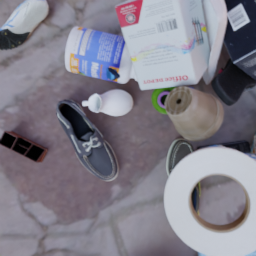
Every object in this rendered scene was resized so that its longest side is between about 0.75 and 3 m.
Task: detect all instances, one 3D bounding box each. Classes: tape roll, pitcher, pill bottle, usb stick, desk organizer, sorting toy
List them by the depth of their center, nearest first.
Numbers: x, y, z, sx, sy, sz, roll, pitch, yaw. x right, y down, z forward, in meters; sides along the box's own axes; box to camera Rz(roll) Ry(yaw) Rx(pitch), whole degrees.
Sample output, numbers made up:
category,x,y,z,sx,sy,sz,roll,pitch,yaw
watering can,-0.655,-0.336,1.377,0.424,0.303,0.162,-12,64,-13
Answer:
category,x,y,z,sx,sy,sz,roll,pitch,yaw
tape roll,1.913,1.560,5.966,2.319,0.424,2.319,0,88,15
sorting toy,1.408,-0.594,7.388,1.716,0.705,1.031,31,107,6
pill bottle,-0.513,-2.017,8.088,2.340,1.311,1.311,13,86,1
pitcher,-0.594,-0.722,8.119,1.257,1.078,0.762,-6,99,-41
usb stick,2.824,0.675,8.294,1.663,0.271,0.461,-7,81,-10
desk organizer,-3.113,0.562,8.327,1.304,0.502,0.468,26,87,2

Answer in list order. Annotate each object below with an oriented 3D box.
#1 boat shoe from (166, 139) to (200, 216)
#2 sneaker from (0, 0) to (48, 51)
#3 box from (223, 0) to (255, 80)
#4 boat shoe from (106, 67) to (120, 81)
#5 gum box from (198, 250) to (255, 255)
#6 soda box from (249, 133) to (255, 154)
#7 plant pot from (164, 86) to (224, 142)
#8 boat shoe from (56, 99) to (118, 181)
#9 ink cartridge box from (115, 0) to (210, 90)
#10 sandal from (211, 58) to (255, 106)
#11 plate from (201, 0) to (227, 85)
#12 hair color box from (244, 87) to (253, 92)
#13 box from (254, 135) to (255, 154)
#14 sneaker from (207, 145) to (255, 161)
category,x,y,z,sx,sy,sz,roll,pitch,yaw
boat shoe,1.645,1.671,8.086,0.977,0.826,2.742,-1,86,-1
sneaker,-3.301,-3.180,8.544,2.107,0.757,0.764,-40,50,4
box,3.081,-2.418,7.104,0.999,1.747,1.919,-29,66,35
boat shoe,-0.380,-1.317,7.014,0.265,0.771,0.325,-5,120,-14
gum box,3.211,4.640,7.675,2.166,0.568,2.549,-7,72,4
soda box,4.341,-0.187,8.153,0.808,0.869,2.541,18,88,11
plant pot,1.388,-0.403,6.364,1.202,1.043,1.202,-19,59,36
boat shoe,-1.246,0.381,8.146,1.014,0.875,2.790,-33,87,-2
ink cartridge box,0.938,-2.175,6.699,1.511,1.504,2.079,0,122,33
sandal,2.799,-1.264,7.594,1.056,0.634,2.811,52,45,5
plate,1.778,-2.921,6.993,0.466,2.884,2.878,-17,70,5
hair color box,3.467,-1.495,8.595,0.398,0.244,0.804,-21,85,1
box,3.688,0.410,6.620,1.000,0.995,0.653,6,71,-1
sneaker,2.617,0.919,7.070,0.730,2.016,0.724,-15,103,-19
